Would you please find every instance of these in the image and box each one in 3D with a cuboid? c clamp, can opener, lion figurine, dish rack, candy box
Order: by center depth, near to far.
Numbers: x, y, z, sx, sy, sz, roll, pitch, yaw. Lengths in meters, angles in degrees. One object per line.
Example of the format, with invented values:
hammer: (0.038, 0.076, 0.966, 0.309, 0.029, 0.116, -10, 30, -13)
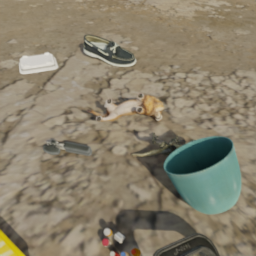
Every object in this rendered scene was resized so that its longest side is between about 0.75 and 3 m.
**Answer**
c clamp: (1.169, 2.935, 4.901, 2.236, 0.303, 1.911, -8, 62, -44)
candy box: (-3.559, 3.136, 5.235, 1.519, 0.393, 2.972, 29, 47, 27)
can opener: (-1.798, 0.658, 8.380, 1.434, 0.378, 0.477, 6, 64, 8)
lion figurine: (-0.024, -0.629, 9.445, 2.442, 0.885, 1.496, -3, -3, 10)
dish rack: (-4.172, -3.025, 12.894, 1.685, 0.367, 1.446, -13, 41, -14)

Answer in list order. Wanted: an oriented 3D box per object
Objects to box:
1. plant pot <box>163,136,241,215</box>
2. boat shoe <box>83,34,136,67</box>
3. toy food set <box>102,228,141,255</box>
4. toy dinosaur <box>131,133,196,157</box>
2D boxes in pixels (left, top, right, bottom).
plant pot: (1.865, 1.191, 6.629, 1.677, 1.346, 1.677, -24, 14, 6)
boat shoe: (-0.915, -3.627, 13.073, 2.732, 0.824, 1.033, 17, 51, 12)
toy food set: (-0.224, 2.476, 5.889, 0.933, 0.420, 0.445, 31, 74, 26)
toy dinosaur: (1.061, 0.530, 7.941, 2.000, 0.881, 0.475, -7, 55, 2)
